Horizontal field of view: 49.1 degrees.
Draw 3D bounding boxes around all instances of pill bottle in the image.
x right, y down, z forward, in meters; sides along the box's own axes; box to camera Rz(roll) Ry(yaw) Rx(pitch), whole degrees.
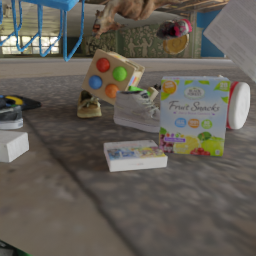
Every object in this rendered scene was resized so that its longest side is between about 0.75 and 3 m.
[{"bbox_3d":[2.259,-0.802,8.434,2.396,1.326,1.326,13,21,36],"label":"pill bottle"}]

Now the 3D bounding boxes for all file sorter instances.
[{"bbox_3d":[-2.519,-2.904,7.094,2.571,1.577,1.784,12,40,0],"label":"file sorter"}]

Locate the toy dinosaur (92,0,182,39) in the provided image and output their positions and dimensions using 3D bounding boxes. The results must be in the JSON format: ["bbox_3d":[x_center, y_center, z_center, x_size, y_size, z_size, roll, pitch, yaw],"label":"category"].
[{"bbox_3d":[0.130,-3.763,8.711,2.913,1.974,1.250,-9,49,-28],"label":"toy dinosaur"}]

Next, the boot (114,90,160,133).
[{"bbox_3d":[0.501,-0.541,8.046,2.216,1.059,0.815,10,20,30],"label":"boot"}]

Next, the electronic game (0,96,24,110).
[{"bbox_3d":[-4.462,-0.779,9.353,1.884,0.392,1.884,5,21,-2],"label":"electronic game"}]

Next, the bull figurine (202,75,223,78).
[{"bbox_3d":[3.419,-1.358,10.845,2.458,0.800,1.492,-2,49,-33],"label":"bull figurine"}]

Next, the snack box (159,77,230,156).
[{"bbox_3d":[1.397,-0.266,6.114,1.393,1.652,0.559,2,17,10],"label":"snack box"}]

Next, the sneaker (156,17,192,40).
[{"bbox_3d":[1.360,-3.205,9.179,0.580,0.626,1.553,-29,18,-21],"label":"sneaker"}]

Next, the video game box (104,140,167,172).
[{"bbox_3d":[0.113,0.550,5.829,1.134,0.265,1.033,-3,15,-10],"label":"video game box"}]

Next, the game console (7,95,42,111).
[{"bbox_3d":[-4.584,-0.863,10.419,1.821,0.320,2.059,12,21,34],"label":"game console"}]

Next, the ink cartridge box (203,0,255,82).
[{"bbox_3d":[3.780,-2.816,7.147,2.348,2.933,0.693,45,41,4],"label":"ink cartridge box"}]

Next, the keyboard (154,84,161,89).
[{"bbox_3d":[1.898,-2.276,15.393,0.952,0.154,1.498,10,18,11],"label":"keyboard"}]

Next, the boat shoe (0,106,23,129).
[{"bbox_3d":[-4.167,-0.342,7.923,2.198,0.751,0.811,-1,17,-3],"label":"boat shoe"}]

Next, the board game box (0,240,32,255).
[{"bbox_3d":[-1.371,1.577,2.425,2.535,0.297,1.328,9,17,28],"label":"board game box"}]

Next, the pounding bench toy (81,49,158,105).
[{"bbox_3d":[-0.145,-1.704,10.625,2.495,1.550,1.946,28,17,7],"label":"pounding bench toy"}]

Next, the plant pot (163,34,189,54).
[{"bbox_3d":[1.866,-3.307,10.772,1.097,1.097,0.151,-7,43,-21],"label":"plant pot"}]

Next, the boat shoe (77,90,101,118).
[{"bbox_3d":[-1.419,-0.813,9.650,0.766,0.655,2.090,-6,18,-19],"label":"boat shoe"}]

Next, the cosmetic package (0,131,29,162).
[{"bbox_3d":[-3.182,0.358,6.126,1.778,0.450,0.734,4,17,13],"label":"cosmetic package"}]
